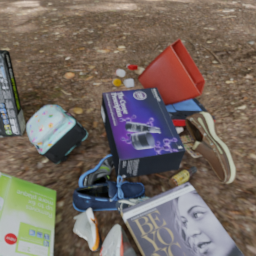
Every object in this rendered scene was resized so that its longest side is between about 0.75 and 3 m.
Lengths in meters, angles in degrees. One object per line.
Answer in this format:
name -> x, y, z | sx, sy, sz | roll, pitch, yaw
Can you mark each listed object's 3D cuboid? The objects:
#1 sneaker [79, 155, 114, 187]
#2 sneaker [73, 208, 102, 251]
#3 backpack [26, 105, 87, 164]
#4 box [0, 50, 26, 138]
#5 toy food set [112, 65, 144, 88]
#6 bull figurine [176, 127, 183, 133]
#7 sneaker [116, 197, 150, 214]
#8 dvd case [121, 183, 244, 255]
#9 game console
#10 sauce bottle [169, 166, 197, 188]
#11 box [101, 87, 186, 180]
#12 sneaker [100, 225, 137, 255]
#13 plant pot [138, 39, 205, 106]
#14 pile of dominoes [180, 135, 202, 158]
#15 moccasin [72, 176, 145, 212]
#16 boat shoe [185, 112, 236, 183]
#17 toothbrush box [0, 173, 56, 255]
sneaker -> -0.701, 1.333, 8.114 | 0.639, 0.546, 1.541 | 31, 50, 29
sneaker -> -0.978, 2.436, 6.533 | 0.576, 0.474, 1.252 | -21, 23, -7
backpack -> -2.429, 0.072, 9.021 | 1.561, 1.361, 1.776 | -47, 38, -6
box -> -5.184, -1.009, 9.303 | 2.872, 2.974, 0.707 | -3, 29, -3
toy food set -> 0.088, -2.515, 13.392 | 1.932, 0.922, 0.869 | -15, 22, -18
bull figurine -> 1.195, 0.233, 9.635 | 1.446, 0.471, 0.878 | -4, 11, 3
sneaker -> 0.361, 2.035, 7.143 | 1.354, 0.526, 0.584 | 12, 28, 2
dvd case -> 1.290, 2.563, 6.116 | 1.975, 0.212, 2.656 | -16, 48, -22
game console -> 1.635, -0.831, 10.907 | 2.648, 0.465, 2.994 | -3, 26, -4
sauce bottle -> 1.612, 1.407, 8.139 | 0.989, 0.327, 0.327 | -27, 43, -33
box -> 0.324, 0.060, 8.370 | 1.856, 1.037, 2.629 | -6, 49, -14
sneaker -> -0.024, 2.938, 5.734 | 0.867, 0.816, 2.117 | 29, 17, -21
plant pot -> 1.533, -1.858, 10.309 | 1.715, 1.946, 1.944 | -30, 10, 29
pile of dominoes -> 2.308, 0.494, 9.209 | 1.312, 0.209, 1.022 | -5, 39, -36
moccasin -> -0.467, 1.748, 7.326 | 1.943, 0.663, 0.782 | -10, 36, -15
boat shoe -> 2.363, 0.604, 8.497 | 0.895, 0.894, 2.420 | -6, 53, -14
toothbrush box -> -2.497, 2.188, 5.731 | 1.704, 1.008, 2.341 | 27, 26, -26
